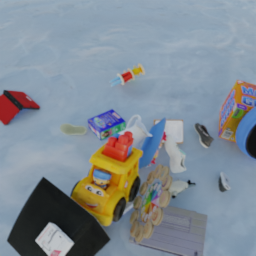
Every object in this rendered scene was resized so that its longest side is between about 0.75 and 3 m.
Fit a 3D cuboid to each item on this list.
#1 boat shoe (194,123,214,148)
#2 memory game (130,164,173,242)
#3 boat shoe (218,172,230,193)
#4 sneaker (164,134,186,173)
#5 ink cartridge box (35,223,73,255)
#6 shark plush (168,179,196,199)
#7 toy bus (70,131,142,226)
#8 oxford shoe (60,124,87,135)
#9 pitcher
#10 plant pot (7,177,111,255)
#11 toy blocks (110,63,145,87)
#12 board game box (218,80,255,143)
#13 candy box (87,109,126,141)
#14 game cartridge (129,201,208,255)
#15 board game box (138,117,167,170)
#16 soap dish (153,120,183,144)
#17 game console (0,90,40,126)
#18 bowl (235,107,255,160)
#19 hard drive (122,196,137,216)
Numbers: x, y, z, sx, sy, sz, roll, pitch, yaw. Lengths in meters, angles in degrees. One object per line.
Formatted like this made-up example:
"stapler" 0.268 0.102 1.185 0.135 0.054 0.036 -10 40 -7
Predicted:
"boat shoe" 3.278 0.215 12.000 0.595 0.507 1.779 35 24 -17
"memory game" 0.629 2.210 8.408 0.153 2.407 2.407 26 42 -12
"boat shoe" 3.471 1.974 10.257 0.425 0.351 1.240 46 20 3
"sneaker" 1.876 0.950 10.762 0.674 1.522 0.573 -16 -3 42
"ink cartridge box" -1.820 2.812 6.895 0.763 0.316 0.559 30 74 30
"shark plush" 1.723 2.142 10.054 1.617 0.674 0.735 -20 55 -37
"toy bus" -0.557 1.377 8.972 1.766 2.499 2.603 21 28 17
"oxford shoe" -2.424 0.079 12.557 1.358 0.510 0.392 4 1 16
"pitcher" -0.006 0.383 11.080 1.732 1.050 1.486 -43 33 18
"plant pot" -2.091 3.086 8.118 2.151 2.146 1.908 30 64 28
"toy blocks" -0.193 -2.712 14.990 1.874 0.681 1.562 -28 11 -11
"board game box" 5.067 -0.551 11.787 1.841 1.843 1.841 17 48 4
"candy box" -0.964 -0.160 12.683 1.360 0.524 1.150 -25 47 -24
"game cartridge" 1.290 3.184 8.842 2.239 0.430 1.451 8 49 17
"board game box" 1.023 0.719 10.542 0.477 2.448 1.934 25 69 -8
"soap dish" 1.687 0.157 11.962 1.305 1.027 0.530 0 0 -9
"game console" -5.594 -1.000 13.863 1.874 1.112 1.615 36 22 32
"bowl" 5.551 0.126 10.649 2.801 2.801 0.550 -7 37 -7
"hard drive" -0.677 2.351 10.133 1.262 0.243 1.913 -32 52 -31
